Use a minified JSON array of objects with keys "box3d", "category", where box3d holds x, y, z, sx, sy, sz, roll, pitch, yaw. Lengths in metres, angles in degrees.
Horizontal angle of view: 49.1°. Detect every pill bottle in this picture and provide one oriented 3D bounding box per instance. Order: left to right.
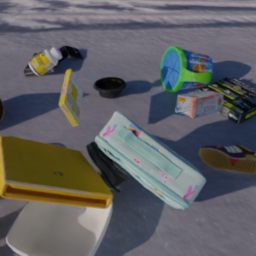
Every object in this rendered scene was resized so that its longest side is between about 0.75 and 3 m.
[{"box3d":[-2.841,-2.312,9.684,1.061,0.594,0.594,-33,40,7],"category":"pill bottle"}]

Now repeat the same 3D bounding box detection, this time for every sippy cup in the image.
[{"box3d":[2.764,-2.655,12.861,1.924,2.061,2.625,-2,60,-20],"category":"sippy cup"}]

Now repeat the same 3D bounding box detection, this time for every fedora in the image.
[{"box3d":[-0.813,-1.715,12.517,1.457,0.665,1.457,-1,38,1],"category":"fedora"}]

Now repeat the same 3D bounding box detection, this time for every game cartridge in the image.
[{"box3d":[-2.028,1.057,7.258,2.524,0.464,2.863,16,9,-30],"category":"game cartridge"}]

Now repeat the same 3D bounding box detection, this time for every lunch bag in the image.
[{"box3d":[0.491,0.876,7.252,2.918,2.340,1.125,35,85,12],"category":"lunch bag"}]

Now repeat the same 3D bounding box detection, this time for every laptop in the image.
[{"box3d":[-3.415,-4.087,15.905,1.328,0.686,1.177,5,41,-36],"category":"laptop"}]

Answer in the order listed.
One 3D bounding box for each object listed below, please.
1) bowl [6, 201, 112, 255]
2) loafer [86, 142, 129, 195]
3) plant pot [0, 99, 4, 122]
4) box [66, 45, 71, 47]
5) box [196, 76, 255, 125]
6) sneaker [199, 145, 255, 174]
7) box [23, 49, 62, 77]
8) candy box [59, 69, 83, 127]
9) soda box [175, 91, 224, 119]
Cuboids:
[{"box3d":[-1.597,2.506,7.030,2.140,0.800,2.143,12,39,15],"category":"bowl"},{"box3d":[-0.603,1.076,8.503,0.655,0.748,2.082,-42,48,7],"category":"loafer"},{"box3d":[-6.040,-0.832,10.761,1.784,1.784,1.908,-31,35,-34],"category":"plant pot"},{"box3d":[-3.483,-4.437,16.175,0.310,0.379,0.798,16,35,-19],"category":"box"},{"box3d":[4.545,-1.274,12.067,2.286,0.562,2.367,-26,46,-26],"category":"box"},{"box3d":[3.310,0.919,9.225,1.946,0.729,0.877,15,31,10],"category":"sneaker"},{"box3d":[-4.457,-3.461,14.758,1.553,0.392,2.173,-9,40,6],"category":"box"},{"box3d":[-1.857,-1.037,9.303,0.255,0.986,1.928,-15,42,10],"category":"candy box"},{"box3d":[2.308,-0.773,8.946,0.683,0.635,1.996,19,21,38],"category":"soda box"}]
